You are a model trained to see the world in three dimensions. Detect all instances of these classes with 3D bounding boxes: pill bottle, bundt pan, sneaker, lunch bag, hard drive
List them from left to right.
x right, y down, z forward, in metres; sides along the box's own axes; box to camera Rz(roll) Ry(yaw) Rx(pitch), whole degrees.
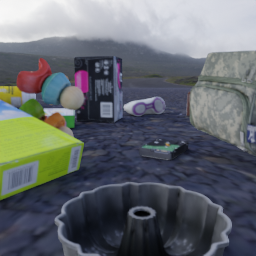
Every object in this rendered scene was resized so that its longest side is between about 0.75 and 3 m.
[{"bbox_3d":[-5.516,-1.516,13.769,1.821,1.020,1.020,-3,10,-18],"label":"pill bottle"},{"bbox_3d":[0.102,0.806,1.997,1.196,0.449,1.196,-1,9,0],"label":"bundt pan"},{"bbox_3d":[0.674,-0.893,11.111,1.843,0.690,0.918,-7,12,-36],"label":"sneaker"},{"bbox_3d":[0.687,0.383,5.253,0.629,0.170,0.900,6,11,29],"label":"hard drive"},{"bbox_3d":[1.814,-0.412,4.534,1.157,1.393,1.661,18,7,-24],"label":"lunch bag"}]

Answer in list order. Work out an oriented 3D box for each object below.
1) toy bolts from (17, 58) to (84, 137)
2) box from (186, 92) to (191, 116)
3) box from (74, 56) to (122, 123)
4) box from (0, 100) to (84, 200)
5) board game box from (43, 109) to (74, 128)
[{"bbox_3d":[-1.329,-0.533,5.563,1.131,1.631,1.558,31,55,7],"label":"toy bolts"},{"bbox_3d":[3.394,-0.753,9.604,1.298,0.971,2.592,-7,14,-36],"label":"box"},{"bbox_3d":[-0.918,-1.292,9.339,1.364,2.064,1.184,2,11,11],"label":"box"},{"bbox_3d":[-1.993,0.112,4.133,2.317,0.552,1.413,23,20,28],"label":"box"},{"bbox_3d":[-2.468,-0.281,8.153,1.778,0.359,1.361,-2,12,-10],"label":"board game box"}]
